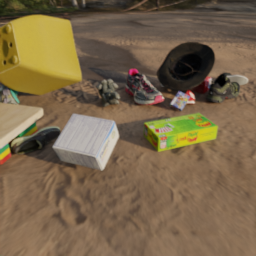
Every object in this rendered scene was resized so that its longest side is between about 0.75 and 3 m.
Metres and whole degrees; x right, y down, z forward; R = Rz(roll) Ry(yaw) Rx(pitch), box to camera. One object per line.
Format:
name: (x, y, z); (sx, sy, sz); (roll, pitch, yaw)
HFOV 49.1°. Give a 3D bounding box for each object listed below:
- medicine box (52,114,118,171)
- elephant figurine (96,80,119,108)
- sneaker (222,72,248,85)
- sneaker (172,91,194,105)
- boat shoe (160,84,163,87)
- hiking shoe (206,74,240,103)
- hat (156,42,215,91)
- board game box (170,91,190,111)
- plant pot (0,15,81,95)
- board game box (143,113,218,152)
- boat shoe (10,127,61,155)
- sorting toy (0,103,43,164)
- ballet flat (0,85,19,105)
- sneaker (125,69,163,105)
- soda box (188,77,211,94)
medicine box: (-1.213, 0.395, 8.252); (1.449, 0.746, 1.320); (11, 53, 20)
elephant figurine: (-0.822, -1.366, 12.500); (1.027, 1.126, 1.452); (-32, 57, 12)
sneaker: (5.709, -2.737, 15.284); (1.562, 0.552, 0.775); (7, 34, 20)
sneaker: (2.485, -1.381, 12.680); (1.049, 0.606, 0.411); (4, -7, -11)
boat shoe: (2.274, -2.912, 14.420); (0.601, 1.815, 0.634); (26, 0, 26)
hiking shoe: (4.644, -1.979, 13.241); (2.366, 1.191, 0.896); (-25, 38, -38)
hat: (2.893, -2.703, 13.511); (2.880, 1.162, 2.880); (-14, 55, 22)
board game box: (2.271, -1.178, 12.299); (0.568, 0.144, 0.839); (29, 65, 17)
plant pot: (-4.184, -3.074, 11.910); (2.821, 2.839, 2.904); (-13, -1, 29)
board game box: (1.863, 0.111, 10.087); (2.337, 0.556, 1.187); (-11, 30, -19)
boat shoe: (-3.031, 0.487, 9.436); (1.728, 0.633, 0.560); (-25, 44, -25)
sorting toy: (-4.807, 0.170, 9.528); (2.810, 0.984, 2.827); (8, 30, 14)
ballet flat: (-5.598, -1.547, 12.887); (0.938, 0.938, 2.608); (-11, 29, -19)
sneaker: (0.628, -1.885, 13.200); (1.165, 1.079, 2.890); (-14, 32, -24)
soda box: (3.170, -2.450, 14.621); (2.210, 0.701, 0.774); (23, 36, 37)
